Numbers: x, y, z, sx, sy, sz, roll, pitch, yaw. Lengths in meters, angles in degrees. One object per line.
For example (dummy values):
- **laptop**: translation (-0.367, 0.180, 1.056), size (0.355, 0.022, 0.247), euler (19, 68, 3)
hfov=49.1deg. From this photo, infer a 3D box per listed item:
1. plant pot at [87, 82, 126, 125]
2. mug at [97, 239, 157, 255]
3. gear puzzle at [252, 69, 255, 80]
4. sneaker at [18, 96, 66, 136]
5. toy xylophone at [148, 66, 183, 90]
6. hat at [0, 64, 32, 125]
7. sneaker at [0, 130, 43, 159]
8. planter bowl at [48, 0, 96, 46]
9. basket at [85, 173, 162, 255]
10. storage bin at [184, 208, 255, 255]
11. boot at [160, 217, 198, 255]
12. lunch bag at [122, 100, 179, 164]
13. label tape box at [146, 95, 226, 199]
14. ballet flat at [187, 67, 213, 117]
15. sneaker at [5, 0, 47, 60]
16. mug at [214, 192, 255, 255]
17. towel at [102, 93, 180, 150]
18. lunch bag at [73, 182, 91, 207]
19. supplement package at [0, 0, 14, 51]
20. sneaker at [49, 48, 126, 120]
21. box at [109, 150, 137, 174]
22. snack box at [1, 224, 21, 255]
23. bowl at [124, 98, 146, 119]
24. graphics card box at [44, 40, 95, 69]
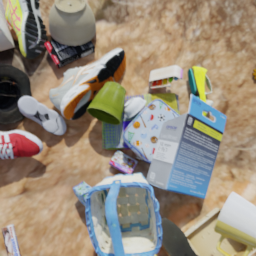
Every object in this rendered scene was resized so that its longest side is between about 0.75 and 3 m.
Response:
- **plant pot**: translation (-0.559, -0.792, 8.530), size (1.086, 1.086, 1.046), euler (19, 72, 5)
- **mug**: translation (0.036, 3.967, 7.039), size (1.928, 1.881, 2.349), euler (14, 79, 7)
- **gear puzzle**: translation (5.240, -1.497, 9.236), size (2.302, 0.301, 1.192), euler (27, 78, 6)
- **sneaker**: translation (-2.729, -0.399, 8.831), size (1.683, 0.967, 0.632), euler (40, 78, -26)
- **toy xylophone**: translation (1.114, -1.552, 8.847), size (1.190, 0.299, 0.871), euler (1, 63, 35)
- **hat**: translation (-3.970, -1.061, 8.815), size (0.753, 1.867, 1.867), euler (11, 72, 45)
- **sneaker**: translation (-3.825, 0.646, 7.982), size (2.491, 1.401, 0.887), euler (7, 117, 8)
- **planter bowl**: translation (-1.844, -3.643, 9.112), size (1.601, 1.077, 1.601), euler (2, 61, -4)
- **basket**: translation (-0.097, 2.250, 6.424), size (1.714, 2.465, 2.173), euler (-8, 99, 0)
- **storage bin**: translation (2.518, 3.232, 7.909), size (1.401, 0.656, 1.391), euler (-36, 80, -7)
- **boot**: translation (1.314, 3.318, 7.458), size (0.746, 0.765, 2.027), euler (-35, 79, -33)
- **lunch bag**: translation (0.773, 0.163, 8.397), size (1.444, 0.681, 1.802), euler (42, 82, 4)
- **label tape box**: translation (1.692, 0.560, 7.843), size (1.809, 0.834, 2.524), euler (22, 81, -39)
- **ballet flat**: translation (2.336, -0.977, 8.908), size (0.700, 0.697, 2.087), euler (0, 76, -7)
- **sneaker**: translation (-3.559, -3.529, 9.493), size (1.186, 1.026, 2.627), euler (-11, 82, 24)
- **mug**: translation (2.591, 2.227, 6.280), size (1.033, 1.008, 1.258), euler (24, 119, 28)
- **towel**: translation (0.441, -0.221, 8.936), size (2.576, 0.293, 1.850), euler (-2, 77, -1)
- **lunch bag**: translation (-1.176, 2.022, 8.067), size (0.486, 0.649, 0.763), euler (-27, 113, -28)
- **supplement package**: translation (-4.877, -3.727, 9.244), size (1.348, 1.331, 2.223), euler (-18, 77, -4)
- **sneaker**: translation (-1.324, -1.667, 8.919), size (1.355, 1.115, 2.945), euler (35, 69, 28)
- **box**: translation (-0.149, 1.082, 8.618), size (0.751, 0.147, 0.514), euler (29, 59, 7)
- **snack box**: translation (-3.410, 3.336, 8.161), size (0.341, 0.115, 0.949), euler (-19, 77, -4)
- **bowl**: translation (0.145, -0.675, 8.533), size (0.353, 0.785, 0.785), euler (45, 80, -13)
- **graphics card box**: translation (-1.956, -2.716, 9.465), size (1.444, 0.367, 0.906), euler (-29, 78, -9)
